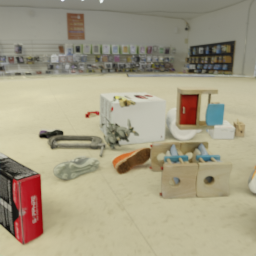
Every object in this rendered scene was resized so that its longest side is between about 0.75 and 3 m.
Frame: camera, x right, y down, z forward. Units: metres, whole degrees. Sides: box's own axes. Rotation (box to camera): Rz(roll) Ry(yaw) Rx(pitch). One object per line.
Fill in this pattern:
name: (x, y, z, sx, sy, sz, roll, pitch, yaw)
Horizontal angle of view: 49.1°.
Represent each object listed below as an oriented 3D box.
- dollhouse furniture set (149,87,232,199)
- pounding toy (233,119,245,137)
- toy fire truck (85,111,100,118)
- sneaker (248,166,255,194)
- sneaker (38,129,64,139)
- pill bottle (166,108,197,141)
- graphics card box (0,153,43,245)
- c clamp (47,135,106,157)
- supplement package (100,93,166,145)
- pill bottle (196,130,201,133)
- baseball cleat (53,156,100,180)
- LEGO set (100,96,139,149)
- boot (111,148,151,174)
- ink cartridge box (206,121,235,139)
dollhouse furniture set: (1.889, 0.348, 8.882, 2.100, 2.997, 2.112, -1, 16, -5)
pounding toy: (5.613, -0.008, 13.958, 0.478, 0.918, 1.045, 1, 16, 6)
toy fire truck: (-2.330, -0.879, 18.247, 1.099, 0.268, 0.775, -6, 17, -23)
sneaker: (4.547, 1.448, 9.070, 2.608, 1.021, 1.007, -22, -6, -37)
sneaker: (-3.790, 0.373, 13.787, 1.192, 0.451, 0.522, -1, 36, -3)
pill bottle: (2.621, -0.289, 14.264, 1.304, 1.304, 2.281, -1, 16, -2)
graphics card box: (-3.068, 1.605, 7.060, 2.519, 1.580, 0.641, 13, 18, 40)
c clamp: (-2.336, 0.657, 12.603, 2.872, 0.389, 2.453, 2, 16, 6)
supplement package: (0.129, -0.585, 13.946, 2.614, 2.010, 2.734, -4, 16, -18)
pill bottle: (3.630, -0.116, 14.956, 0.599, 0.599, 1.048, 2, 16, 6)
baseball cleat: (-1.913, 1.386, 9.856, 1.822, 0.635, 0.969, -1, 7, -42)
LEGO set: (-0.439, -0.021, 11.454, 1.651, 2.542, 0.720, -2, 32, 9)
boot: (0.119, 1.068, 10.280, 1.541, 0.578, 0.826, -24, 22, -16)
ink cartridge box: (4.655, 0.086, 14.202, 1.050, 0.606, 1.448, 1, 16, 3)
